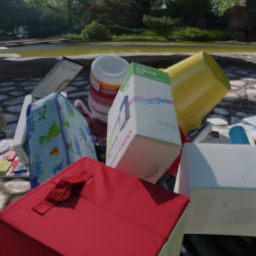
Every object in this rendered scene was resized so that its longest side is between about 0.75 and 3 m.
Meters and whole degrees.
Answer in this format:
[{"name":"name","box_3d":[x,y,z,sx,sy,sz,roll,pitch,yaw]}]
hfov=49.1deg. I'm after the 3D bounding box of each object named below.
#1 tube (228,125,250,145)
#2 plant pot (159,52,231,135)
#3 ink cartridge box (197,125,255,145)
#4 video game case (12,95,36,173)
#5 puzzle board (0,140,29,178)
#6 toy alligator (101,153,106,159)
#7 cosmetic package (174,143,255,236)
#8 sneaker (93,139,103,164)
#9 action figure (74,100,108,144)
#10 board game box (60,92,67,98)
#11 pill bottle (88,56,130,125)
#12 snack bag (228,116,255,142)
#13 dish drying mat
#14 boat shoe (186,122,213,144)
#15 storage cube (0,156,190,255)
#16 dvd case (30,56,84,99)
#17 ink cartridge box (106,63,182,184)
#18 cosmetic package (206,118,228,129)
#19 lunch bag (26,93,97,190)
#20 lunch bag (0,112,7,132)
[{"name":"tube","box_3d":[3.632,0.599,8.880,0.892,0.581,2.304,40,24,-5]},{"name":"plant pot","box_3d":[2.320,-1.431,10.814,2.623,2.789,2.789,-37,3,32]},{"name":"ink cartridge box","box_3d":[3.598,0.661,10.654,2.083,0.873,1.829,7,24,15]},{"name":"video game case","box_3d":[-2.685,0.558,8.526,0.292,2.270,2.497,-15,38,2]},{"name":"puzzle board","box_3d":[-4.386,1.037,10.606,2.121,0.245,2.814,0,23,-1]},{"name":"toy alligator","box_3d":[-0.350,0.618,10.525,1.946,0.528,0.577,-51,22,-7]},{"name":"cosmetic package","box_3d":[2.291,1.529,6.743,2.133,2.126,1.311,1,45,1]},{"name":"sneaker","box_3d":[-1.542,1.140,9.071,0.831,1.252,2.201,10,25,21]},{"name":"action figure","box_3d":[-1.411,-0.161,11.038,2.509,1.868,1.681,23,44,-28]},{"name":"board game box","box_3d":[-3.888,-1.644,16.370,0.599,0.589,1.143,-4,24,-10]},{"name":"pill bottle","box_3d":[-0.813,-1.413,11.427,1.553,2.749,1.553,6,51,-8]},{"name":"snack bag","box_3d":[6.137,0.082,12.775,2.533,0.271,2.388,-13,27,-27]},{"name":"dish drying mat","box_3d":[1.269,0.688,8.360,0.265,2.908,1.117,-26,74,-10]},{"name":"boat shoe","box_3d":[2.308,0.298,9.777,0.588,0.622,1.734,38,66,21]},{"name":"storage cube","box_3d":[-0.517,2.245,4.926,2.364,2.630,2.248,18,27,24]},{"name":"dvd case","box_3d":[-2.214,-1.525,8.900,0.143,1.629,1.162,49,16,13]},{"name":"ink cartridge box","box_3d":[0.276,-0.032,7.108,1.182,1.963,2.702,14,44,-16]},{"name":"cosmetic package","box_3d":[3.792,0.082,12.084,0.663,0.804,0.663,-6,24,-15]},{"name":"lunch bag","box_3d":[-1.622,0.741,7.541,1.203,2.345,2.918,-23,62,10]},{"name":"lunch bag","box_3d":[-6.388,-0.173,12.555,1.431,0.997,1.200,12,39,24]}]
